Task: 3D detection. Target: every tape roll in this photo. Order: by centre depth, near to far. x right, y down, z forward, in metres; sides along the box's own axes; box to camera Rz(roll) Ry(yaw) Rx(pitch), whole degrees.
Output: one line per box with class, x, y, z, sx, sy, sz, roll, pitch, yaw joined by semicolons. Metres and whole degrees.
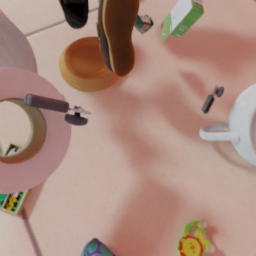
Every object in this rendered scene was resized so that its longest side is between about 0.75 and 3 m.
tape roll;-2.574;0.034;6.080;0.922;2.635;2.635;5;57;49

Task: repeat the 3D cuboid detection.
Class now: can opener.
can opener;-1.391;-0.321;5.671;1.413;0.377;0.472;10;95;-38
can opener;2.322;-0.788;7.636;0.314;0.250;0.939;7;58;48

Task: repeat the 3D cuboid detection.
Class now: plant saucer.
plant saucer;-1.348;-2.454;10.259;2.432;0.455;2.432;0;66;1

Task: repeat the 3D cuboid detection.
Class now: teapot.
teapot;4.097;-0.156;8.427;2.845;2.078;2.808;32;94;-12

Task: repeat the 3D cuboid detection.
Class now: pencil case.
pencil case;-0.528;3.696;7.374;1.609;0.685;0.744;35;54;15

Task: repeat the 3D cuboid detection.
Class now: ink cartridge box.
ink cartridge box;1.432;-2.966;7.632;0.410;1.383;0.718;11;62;-24

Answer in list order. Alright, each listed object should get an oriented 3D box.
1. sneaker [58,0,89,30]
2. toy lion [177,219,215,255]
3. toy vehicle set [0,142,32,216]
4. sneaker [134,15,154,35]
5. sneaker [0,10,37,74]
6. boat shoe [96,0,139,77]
sneaker;-1.677;-3.915;7.561;0.880;1.319;2.303;-25;105;-13
toy lion;1.836;3.183;7.835;1.000;0.358;1.043;-13;66;3
toy vehicle set;-3.482;1.515;8.581;1.237;0.264;1.991;16;67;7
sneaker;0.439;-3.308;8.680;0.556;1.392;0.497;-31;89;18
sneaker;-3.192;-2.318;6.994;0.986;1.546;2.675;-32;113;-10
boat shoe;-0.392;-2.655;7.245;1.022;2.903;1.021;-25;58;-22
